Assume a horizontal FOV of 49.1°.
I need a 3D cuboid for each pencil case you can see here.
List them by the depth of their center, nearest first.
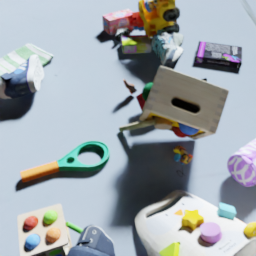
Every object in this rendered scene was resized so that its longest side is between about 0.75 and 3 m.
[{"bbox_3d":[3.714,0.640,7.448,2.348,1.004,0.986,-29,64,-25],"label":"pencil case"}]

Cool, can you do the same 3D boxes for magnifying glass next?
[{"bbox_3d":[-1.674,0.953,7.670,2.441,0.273,0.972,-18,47,-16],"label":"magnifying glass"}]

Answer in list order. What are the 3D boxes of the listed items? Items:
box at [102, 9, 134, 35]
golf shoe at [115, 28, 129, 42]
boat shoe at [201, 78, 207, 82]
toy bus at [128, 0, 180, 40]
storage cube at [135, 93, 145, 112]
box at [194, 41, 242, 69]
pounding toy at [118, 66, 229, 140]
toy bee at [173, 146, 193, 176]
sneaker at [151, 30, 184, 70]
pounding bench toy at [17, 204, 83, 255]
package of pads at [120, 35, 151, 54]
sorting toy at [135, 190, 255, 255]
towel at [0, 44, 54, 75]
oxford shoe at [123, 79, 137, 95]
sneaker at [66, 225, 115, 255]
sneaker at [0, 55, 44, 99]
[{"bbox_3d":[-0.421,-5.129,13.548,1.508,0.714,0.774,-22,49,-21],"label":"box"},{"bbox_3d":[-0.402,-4.291,12.939,0.546,0.450,1.157,15,37,22],"label":"golf shoe"},{"bbox_3d":[2.506,-1.576,10.239,0.940,0.266,0.322,-24,49,-22],"label":"boat shoe"},{"bbox_3d":[1.069,-4.964,12.168,2.227,2.320,1.574,-5,71,6],"label":"toy bus"},{"bbox_3d":[0.748,-0.876,9.061,0.768,0.656,0.690,-24,91,-23],"label":"storage cube"},{"bbox_3d":[3.791,-3.070,11.727,1.865,0.337,1.333,11,46,13],"label":"box"},{"bbox_3d":[1.082,-0.420,7.760,2.325,2.140,1.653,19,82,1],"label":"pounding toy"},{"bbox_3d":[1.548,0.811,7.621,0.619,0.514,0.945,13,44,-42],"label":"toy bee"},{"bbox_3d":[1.395,-3.015,10.927,1.197,1.076,2.773,23,37,-7],"label":"sneaker"},{"bbox_3d":[-1.427,2.182,5.779,1.403,1.095,0.872,-13,48,-14],"label":"pounding bench toy"},{"bbox_3d":[0.339,-3.672,12.255,1.289,0.439,0.996,-4,44,-4],"label":"package of pads"},{"bbox_3d":[1.327,2.214,5.913,2.505,1.338,2.255,-25,32,-24],"label":"sorting toy"},{"bbox_3d":[-4.411,-2.657,11.345,1.774,0.272,2.326,31,52,27],"label":"towel"},{"bbox_3d":[0.064,-1.467,9.705,0.281,0.772,0.275,-26,54,14],"label":"oxford shoe"},{"bbox_3d":[-1.363,2.589,5.099,2.536,0.964,1.832,22,51,-13],"label":"sneaker"},{"bbox_3d":[-4.029,-1.838,10.049,1.685,0.927,2.301,-12,38,-2],"label":"sneaker"}]
